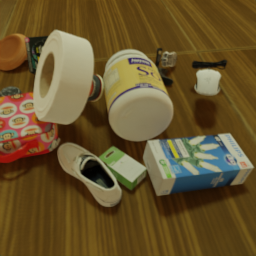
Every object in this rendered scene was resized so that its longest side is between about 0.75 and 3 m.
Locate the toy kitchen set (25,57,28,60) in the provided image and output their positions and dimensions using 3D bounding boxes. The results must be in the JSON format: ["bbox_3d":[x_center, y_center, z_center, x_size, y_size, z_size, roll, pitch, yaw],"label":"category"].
[{"bbox_3d":[-4.125,-2.971,11.238,0.960,0.783,0.866,-14,47,-13],"label":"toy kitchen set"}]

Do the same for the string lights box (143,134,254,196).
[{"bbox_3d":[1.738,0.893,7.185,2.427,0.716,1.247,-5,44,-16],"label":"string lights box"}]

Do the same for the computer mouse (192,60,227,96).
[{"bbox_3d":[2.635,-1.745,9.092,1.185,0.474,2.162,7,37,11],"label":"computer mouse"}]

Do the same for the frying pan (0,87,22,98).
[{"bbox_3d":[-4.311,-1.091,9.761,0.755,0.203,1.248,29,48,20],"label":"frying pan"}]

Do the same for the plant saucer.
[{"bbox_3d":[-4.704,-3.081,11.153,1.658,0.310,1.658,-6,69,16],"label":"plant saucer"}]

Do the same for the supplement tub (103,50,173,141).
[{"bbox_3d":[0.197,-1.065,8.554,1.843,1.843,2.535,-7,45,-7],"label":"supplement tub"}]

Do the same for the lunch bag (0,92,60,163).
[{"bbox_3d":[-3.309,0.073,7.982,2.532,1.037,2.230,-11,46,-11],"label":"lunch bag"}]

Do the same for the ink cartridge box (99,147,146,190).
[{"bbox_3d":[-0.162,1.050,7.472,1.192,0.354,0.619,32,50,27],"label":"ink cartridge box"}]

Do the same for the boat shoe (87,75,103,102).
[{"bbox_3d":[-1.687,-1.482,9.238,0.789,0.898,2.522,10,11,-40],"label":"boat shoe"}]

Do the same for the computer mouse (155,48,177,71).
[{"bbox_3d":[1.384,-2.581,10.638,0.345,0.861,1.571,16,20,30],"label":"computer mouse"}]

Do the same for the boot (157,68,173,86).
[{"bbox_3d":[1.349,-2.002,10.607,0.929,0.322,0.809,19,44,14],"label":"boot"}]

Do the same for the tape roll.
[{"bbox_3d":[-1.756,-1.274,7.295,0.806,2.306,2.306,9,37,-33],"label":"tape roll"}]

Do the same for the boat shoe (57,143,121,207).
[{"bbox_3d":[-1.031,0.986,7.252,2.374,0.776,0.873,33,54,29],"label":"boat shoe"}]

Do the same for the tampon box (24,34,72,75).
[{"bbox_3d":[-2.799,-2.685,10.375,1.662,1.245,1.049,-7,8,-8],"label":"tampon box"}]
